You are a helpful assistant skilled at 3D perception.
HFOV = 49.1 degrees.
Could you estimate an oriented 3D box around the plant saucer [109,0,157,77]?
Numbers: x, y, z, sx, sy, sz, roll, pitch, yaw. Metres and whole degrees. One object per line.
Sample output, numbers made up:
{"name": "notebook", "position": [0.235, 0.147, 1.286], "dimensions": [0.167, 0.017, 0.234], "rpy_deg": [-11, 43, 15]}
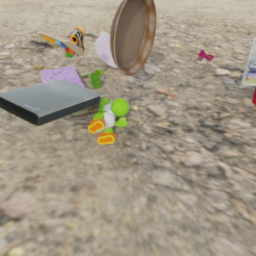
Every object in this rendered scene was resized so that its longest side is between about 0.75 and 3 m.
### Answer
{"name": "plant saucer", "position": [0.156, -3.263, 9.760], "dimensions": [0.465, 2.900, 2.900], "rpy_deg": [19, 39, 26]}

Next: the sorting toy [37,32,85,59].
{"name": "sorting toy", "position": [-2.163, -2.719, 9.661], "dimensions": [1.270, 0.253, 1.718], "rpy_deg": [21, -2, 21]}

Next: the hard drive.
{"name": "hard drive", "position": [-2.131, -0.776, 7.724], "dimensions": [1.633, 0.385, 2.339], "rpy_deg": [23, 30, 25]}

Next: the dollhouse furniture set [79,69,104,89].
{"name": "dollhouse furniture set", "position": [-1.664, -2.342, 13.261], "dimensions": [0.880, 0.680, 1.761], "rpy_deg": [-19, 19, -14]}

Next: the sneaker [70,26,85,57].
{"name": "sneaker", "position": [-1.953, -3.200, 10.581], "dimensions": [0.506, 1.293, 0.499], "rpy_deg": [32, 58, 14]}

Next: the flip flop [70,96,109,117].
{"name": "flip flop", "position": [-1.503, -0.924, 11.003], "dimensions": [1.735, 0.499, 0.703], "rpy_deg": [-19, 39, -25]}

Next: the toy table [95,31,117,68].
{"name": "toy table", "position": [-0.429, -4.098, 14.244], "dimensions": [2.472, 2.273, 1.448], "rpy_deg": [30, 35, -25]}

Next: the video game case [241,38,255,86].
{"name": "video game case", "position": [4.354, -1.927, 8.431], "dimensions": [1.545, 1.407, 0.170], "rpy_deg": [4, 27, 1]}

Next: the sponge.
{"name": "sponge", "position": [-2.936, -1.956, 12.543], "dimensions": [1.625, 0.434, 2.912], "rpy_deg": [-12, 36, -17]}

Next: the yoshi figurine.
{"name": "yoshi figurine", "position": [-0.558, -0.439, 9.851], "dimensions": [1.231, 1.236, 2.199], "rpy_deg": [18, 33, -2]}

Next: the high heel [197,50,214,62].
{"name": "high heel", "position": [2.831, -2.604, 9.939], "dimensions": [0.889, 0.427, 0.300], "rpy_deg": [-20, 54, -36]}

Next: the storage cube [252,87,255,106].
{"name": "storage cube", "position": [5.943, -1.369, 10.720], "dimensions": [1.488, 1.565, 1.741], "rpy_deg": [-5, 34, -7]}

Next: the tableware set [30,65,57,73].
{"name": "tableware set", "position": [-4.336, -3.074, 14.316], "dimensions": [1.239, 0.248, 0.819], "rpy_deg": [14, 37, 20]}
